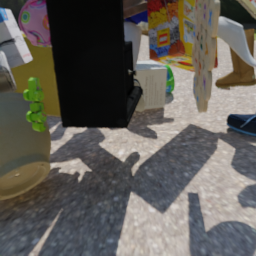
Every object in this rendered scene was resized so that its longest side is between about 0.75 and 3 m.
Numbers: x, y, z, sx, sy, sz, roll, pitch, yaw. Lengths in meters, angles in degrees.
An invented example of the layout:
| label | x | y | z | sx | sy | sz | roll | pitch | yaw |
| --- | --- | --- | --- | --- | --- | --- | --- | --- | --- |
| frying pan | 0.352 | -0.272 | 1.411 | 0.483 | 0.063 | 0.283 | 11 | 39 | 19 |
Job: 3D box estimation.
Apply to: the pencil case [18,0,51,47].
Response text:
| label | x | y | z | sx | sy | sz | roll | pitch | yaw |
| --- | --- | --- | --- | --- | --- | --- | --- | --- | --- |
| pencil case | -1.582 | -2.501 | 7.279 | 1.176 | 1.176 | 2.689 | 6 | 10 | 13 |

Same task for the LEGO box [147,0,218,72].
| label | x | y | z | sx | sy | sz | roll | pitch | yaw |
| --- | --- | --- | --- | --- | --- | --- | --- | --- | --- |
| LEGO box | 1.926 | -3.178 | 9.415 | 1.104 | 2.130 | 2.860 | -2 | -1 | 40 |

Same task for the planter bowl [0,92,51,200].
| label | x | y | z | sx | sy | sz | roll | pitch | yaw |
| --- | --- | --- | --- | --- | --- | --- | --- | --- | --- |
| planter bowl | -2.637 | 0.575 | 6.097 | 2.277 | 2.277 | 1.533 | -20 | 64 | -37 |

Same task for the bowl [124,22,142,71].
| label | x | y | z | sx | sy | sz | roll | pitch | yaw |
| --- | --- | --- | --- | --- | --- | --- | --- | --- | --- |
| bowl | -0.575 | -2.512 | 9.219 | 1.978 | 1.975 | 0.738 | -9 | -27 | 43 |

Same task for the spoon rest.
| label | x | y | z | sx | sy | sz | roll | pitch | yaw |
| --- | --- | --- | --- | --- | --- | --- | --- | --- | --- |
| spoon rest | 2.670 | -1.973 | 6.539 | 1.066 | 0.651 | 2.146 | -13 | 46 | -45 |

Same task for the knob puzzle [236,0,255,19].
| label | x | y | z | sx | sy | sz | roll | pitch | yaw |
| --- | --- | --- | --- | --- | --- | --- | --- | --- | --- |
| knob puzzle | 3.921 | -3.904 | 8.570 | 2.267 | 0.314 | 2.267 | 9 | 53 | -12 |

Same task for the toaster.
| label | x | y | z | sx | sy | sz | roll | pitch | yaw |
| --- | --- | --- | --- | --- | --- | --- | --- | --- | --- |
| toaster | -3.116 | -1.160 | 6.385 | 0.873 | 1.352 | 0.768 | -17 | 69 | -16 |

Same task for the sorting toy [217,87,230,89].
| label | x | y | z | sx | sy | sz | roll | pitch | yaw |
| --- | --- | --- | --- | --- | --- | --- | --- | --- | --- |
| sorting toy | 4.917 | -2.057 | 14.150 | 0.896 | 0.122 | 0.505 | 8 | 30 | 18 |

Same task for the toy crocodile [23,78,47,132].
| label | x | y | z | sx | sy | sz | roll | pitch | yaw |
| --- | --- | --- | --- | --- | --- | --- | --- | --- | --- |
| toy crocodile | -1.478 | -0.365 | 4.549 | 0.302 | 0.895 | 0.276 | 1 | 10 | 26 |

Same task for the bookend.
| label | x | y | z | sx | sy | sz | roll | pitch | yaw |
| --- | --- | --- | --- | --- | --- | --- | --- | --- | --- |
| bookend | -0.500 | -1.802 | 6.158 | 1.332 | 2.873 | 2.891 | 1 | 20 | 9 |

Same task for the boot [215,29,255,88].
| label | x | y | z | sx | sy | sz | roll | pitch | yaw |
| --- | --- | --- | --- | --- | --- | --- | --- | --- | --- |
| boot | 3.485 | -2.240 | 9.245 | 1.512 | 1.726 | 0.571 | 3 | 25 | 44 |

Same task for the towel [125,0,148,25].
| label | x | y | z | sx | sy | sz | roll | pitch | yaw |
| --- | --- | --- | --- | --- | --- | --- | --- | --- | --- |
| towel | 1.025 | -5.101 | 12.204 | 1.650 | 0.553 | 2.234 | 39 | 74 | 8 |

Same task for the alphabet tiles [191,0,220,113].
| label | x | y | z | sx | sy | sz | roll | pitch | yaw |
| --- | --- | --- | --- | --- | --- | --- | --- | --- | --- |
| alphabet tiles | 1.661 | -1.919 | 6.086 | 0.217 | 2.975 | 2.910 | 0 | 28 | 6 |

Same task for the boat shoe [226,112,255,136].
| label | x | y | z | sx | sy | sz | roll | pitch | yaw |
| --- | --- | --- | --- | --- | --- | --- | --- | --- | --- |
| boat shoe | 4.709 | -0.272 | 9.124 | 2.808 | 0.964 | 1.181 | 8 | 25 | 17 |

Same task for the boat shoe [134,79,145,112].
| label | x | y | z | sx | sy | sz | roll | pitch | yaw |
| --- | --- | --- | --- | --- | --- | --- | --- | --- | --- |
| boat shoe | 0.289 | -0.983 | 8.439 | 0.374 | 1.014 | 0.306 | -11 | 28 | 17 |

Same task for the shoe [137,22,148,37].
| label | x | y | z | sx | sy | sz | roll | pitch | yaw |
| --- | --- | --- | --- | --- | --- | --- | --- | --- | --- |
| shoe | 0.816 | -3.945 | 11.173 | 0.634 | 0.484 | 1.814 | 4 | 16 | -43 |

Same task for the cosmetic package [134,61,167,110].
| label | x | y | z | sx | sy | sz | roll | pitch | yaw |
| --- | --- | --- | --- | --- | --- | --- | --- | --- | --- |
| cosmetic package | 0.345 | -1.778 | 11.608 | 1.993 | 1.668 | 1.657 | -8 | 26 | -15 |

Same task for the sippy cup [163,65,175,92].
| label | x | y | z | sx | sy | sz | roll | pitch | yaw |
| --- | --- | --- | --- | --- | --- | --- | --- | --- | --- |
| sippy cup | 1.383 | -2.207 | 13.234 | 1.256 | 1.346 | 1.714 | -16 | -14 | -9 |

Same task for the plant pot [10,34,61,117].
| label | x | y | z | sx | sy | sz | roll | pitch | yaw |
| --- | --- | --- | --- | --- | --- | --- | --- | --- | --- |
| plant pot | -3.323 | -2.410 | 11.576 | 2.792 | 2.875 | 2.811 | 8 | 26 | 17 |

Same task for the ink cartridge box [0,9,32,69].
| label | x | y | z | sx | sy | sz | roll | pitch | yaw |
| --- | --- | --- | --- | --- | --- | --- | --- | --- | --- |
| ink cartridge box | -3.053 | -2.232 | 7.089 | 0.568 | 1.349 | 0.976 | -20 | 21 | 1 |

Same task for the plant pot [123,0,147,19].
| label | x | y | z | sx | sy | sz | roll | pitch | yaw |
| --- | --- | --- | --- | --- | --- | --- | --- | --- | --- |
| plant pot | 0.008 | -4.069 | 8.899 | 1.121 | 0.978 | 1.121 | -19 | 21 | 8 |
